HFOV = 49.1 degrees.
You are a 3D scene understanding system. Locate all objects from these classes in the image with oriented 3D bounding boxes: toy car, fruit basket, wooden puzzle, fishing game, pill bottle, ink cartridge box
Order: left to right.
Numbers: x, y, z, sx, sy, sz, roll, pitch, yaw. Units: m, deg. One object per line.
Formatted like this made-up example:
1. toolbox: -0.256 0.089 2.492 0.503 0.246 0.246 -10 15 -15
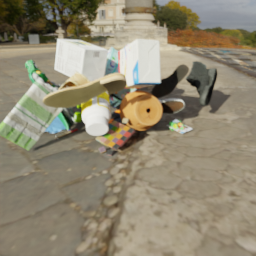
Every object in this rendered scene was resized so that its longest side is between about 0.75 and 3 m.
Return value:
1. fishing game: -3.211 -0.164 11.212 2.216 0.345 1.587 29 32 24
2. toy car: -1.239 -0.387 10.487 1.180 1.133 1.436 5 24 -27
3. pill bottle: -1.108 -0.649 9.601 0.986 0.986 1.773 -3 53 -7
4. wooden puzzle: -0.456 0.265 9.627 0.990 0.117 1.669 24 58 34
5. ink cartridge box: 0.251 -2.124 9.849 0.804 1.390 2.392 -4 3 -20
6. fruit basket: 2.040 -0.044 11.105 0.728 0.369 0.786 -19 31 -40

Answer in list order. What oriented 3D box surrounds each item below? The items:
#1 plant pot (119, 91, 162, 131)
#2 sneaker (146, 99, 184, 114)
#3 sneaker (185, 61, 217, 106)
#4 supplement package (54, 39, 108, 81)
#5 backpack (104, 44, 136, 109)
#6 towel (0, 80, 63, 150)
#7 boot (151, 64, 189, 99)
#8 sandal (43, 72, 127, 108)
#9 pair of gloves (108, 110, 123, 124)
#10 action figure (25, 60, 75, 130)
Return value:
1. plant pot: 0.571 -0.637 10.323 1.545 1.545 1.081 -7 4 -17
2. sneaker: 1.413 -0.970 11.470 1.815 0.661 0.768 -9 34 23
3. sneaker: 3.165 -2.015 12.543 1.308 0.753 2.507 9 57 28
4. supplement package: -1.694 -2.427 10.011 1.482 1.117 1.125 28 28 33
5. backpack: -0.362 -2.470 12.943 2.088 2.462 2.774 29 -27 -23
6. towel: -3.050 -0.376 8.882 0.309 1.501 2.012 32 80 35
7. boot: 1.670 -1.764 10.882 1.736 0.639 0.655 -39 -3 22
8. sandal: -1.334 -1.338 8.501 2.544 0.933 0.837 -15 64 5
9. pair of gloves: -0.185 -0.511 12.440 1.486 0.206 1.667 2 22 13
10. action figure: -2.989 -1.388 10.992 0.793 2.898 1.712 -36 18 6
